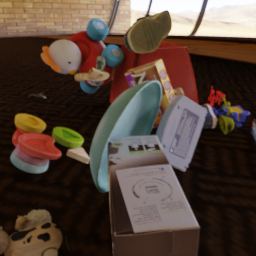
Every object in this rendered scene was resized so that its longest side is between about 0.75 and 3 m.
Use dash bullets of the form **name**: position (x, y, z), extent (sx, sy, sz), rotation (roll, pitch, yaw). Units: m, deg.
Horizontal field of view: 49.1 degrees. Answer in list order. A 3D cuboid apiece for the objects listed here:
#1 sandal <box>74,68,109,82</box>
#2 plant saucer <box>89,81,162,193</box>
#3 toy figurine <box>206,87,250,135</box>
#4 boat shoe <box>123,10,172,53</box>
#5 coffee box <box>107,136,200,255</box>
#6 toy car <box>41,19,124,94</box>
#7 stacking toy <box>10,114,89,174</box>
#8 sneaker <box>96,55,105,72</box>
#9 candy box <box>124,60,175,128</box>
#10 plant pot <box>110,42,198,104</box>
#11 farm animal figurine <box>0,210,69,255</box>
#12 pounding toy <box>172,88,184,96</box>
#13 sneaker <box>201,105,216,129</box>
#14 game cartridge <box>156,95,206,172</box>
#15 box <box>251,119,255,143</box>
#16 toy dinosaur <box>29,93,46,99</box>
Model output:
- **sandal**: position (-0.938, -1.392, 7.213), extent (0.900, 0.296, 0.330), rotation (-6, 56, -5)
- **plant saucer**: position (-0.089, 0.119, 5.944), extent (0.462, 2.572, 2.572), rotation (27, 31, 17)
- **toy figurine**: position (3.692, -0.603, 9.765), extent (1.319, 1.161, 2.202), rotation (4, 24, -4)
- **boat shoe**: position (0.575, -3.213, 9.484), extent (0.974, 1.059, 2.964), rotation (-1, 32, 35)
- **coffee box**: position (0.218, 1.329, 4.619), extent (1.044, 1.478, 2.615), rotation (-3, 22, -5)
- **toy car**: position (-2.010, -2.498, 10.563), extent (2.604, 2.303, 2.400), rotation (-23, -10, -41)
- **stacking toy**: position (-2.236, 0.619, 7.719), extent (1.987, 0.927, 2.195), rotation (18, 17, -27)
- **sneaker**: position (-0.987, -2.151, 9.950), extent (0.325, 0.832, 0.355), rotation (2, 19, 6)
- **candy box**: position (0.697, -0.877, 7.598), extent (0.991, 1.699, 0.480), rotation (-10, 22, 36)
- **plant pot**: position (0.946, -1.987, 11.098), extent (2.907, 2.564, 2.910), rotation (-7, 24, -16)
- **farm animal figurine**: position (-1.678, 1.873, 4.103), extent (1.664, 0.877, 1.682), rotation (-17, 28, -35)
- **pounding toy**: position (0.917, -1.033, 8.762), extent (1.560, 1.370, 0.714), rotation (-14, 45, 10)
- **sneaker**: position (2.399, -0.444, 9.942), extent (1.088, 0.598, 1.486), rotation (3, 28, -4)
- **game cartridge**: position (1.217, 0.110, 6.711), extent (1.098, 1.650, 0.337), rotation (27, -10, -33)
- **box**: position (5.173, 0.396, 8.074), extent (2.713, 0.511, 1.853), rotation (5, 23, 11)
- **toy dinosaur**: position (-4.183, -1.517, 13.030), extent (0.911, 0.216, 0.401), rotation (4, 30, 19)
